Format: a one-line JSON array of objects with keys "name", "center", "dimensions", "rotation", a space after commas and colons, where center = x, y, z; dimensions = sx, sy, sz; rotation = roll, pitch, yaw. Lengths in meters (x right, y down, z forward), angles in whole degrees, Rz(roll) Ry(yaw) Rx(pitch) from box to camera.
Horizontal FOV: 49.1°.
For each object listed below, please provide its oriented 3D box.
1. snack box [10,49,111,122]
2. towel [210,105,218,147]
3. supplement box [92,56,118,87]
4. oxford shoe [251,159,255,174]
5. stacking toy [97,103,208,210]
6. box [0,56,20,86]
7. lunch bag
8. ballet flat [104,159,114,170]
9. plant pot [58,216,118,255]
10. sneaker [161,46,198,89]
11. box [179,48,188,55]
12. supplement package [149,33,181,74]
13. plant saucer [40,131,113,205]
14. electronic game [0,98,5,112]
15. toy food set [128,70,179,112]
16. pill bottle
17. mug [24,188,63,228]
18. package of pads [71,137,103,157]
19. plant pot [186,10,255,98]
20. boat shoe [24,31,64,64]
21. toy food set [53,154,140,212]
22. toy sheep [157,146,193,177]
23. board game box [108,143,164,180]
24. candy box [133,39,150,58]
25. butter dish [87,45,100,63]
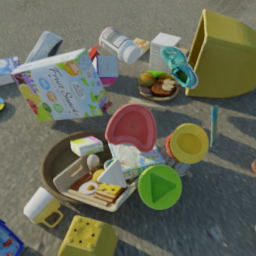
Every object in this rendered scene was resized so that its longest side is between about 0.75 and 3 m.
[{"name": "snack box", "center": [-2.348, -1.347, 9.704], "dimensions": [2.991, 2.127, 0.792], "rotation": [-4, 37, 29]}, {"name": "towel", "center": [2.260, -0.064, 7.382], "dimensions": [0.111, 1.027, 0.753], "rotation": [4, 10, 23]}, {"name": "supplement box", "center": [-0.909, -1.991, 10.115], "dimensions": [0.773, 1.495, 0.757], "rotation": [-2, 86, -18]}, {"name": "oxford shoe", "center": [5.286, 0.973, 9.069], "dimensions": [2.416, 0.881, 0.861], "rotation": [-11, 45, -11]}, {"name": "stacking toy", "center": [0.541, 0.765, 7.907], "dimensions": [2.758, 1.165, 2.496], "rotation": [24, 83, -6]}, {"name": "box", "center": [-6.165, -2.503, 12.879], "dimensions": [2.408, 0.574, 1.468], "rotation": [-18, 47, -18]}, {"name": "lunch bag", "center": [-3.851, 2.431, 6.266], "dimensions": [2.015, 2.677, 1.259], "rotation": [7, 45, 8]}, {"name": "ballet flat", "center": [-0.476, 1.147, 8.479], "dimensions": [0.411, 0.411, 1.183], "rotation": [16, 19, 16]}, {"name": "plant pot", "center": [-1.002, 2.843, 6.888], "dimensions": [1.205, 1.241, 1.213], "rotation": [11, 44, 11]}, {"name": "sneaker", "center": [1.709, -2.099, 9.561], "dimensions": [0.723, 0.704, 1.816], "rotation": [-17, 67, -50]}, {"name": "box", "center": [2.583, -3.877, 14.639], "dimensions": [0.884, 0.115, 1.081], "rotation": [17, 47, 16]}, {"name": "supplement package", "center": [1.743, -3.520, 13.313], "dimensions": [1.079, 1.432, 1.087], "rotation": [21, 48, 20]}, {"name": "plant saucer", "center": [-1.298, 1.243, 9.129], "dimensions": [2.972, 0.438, 2.972], "rotation": [0, 44, 0]}, {"name": "electronic game", "center": [-5.694, -0.856, 11.399], "dimensions": [1.328, 0.276, 1.328], "rotation": [0, 45, 0]}, {"name": "toy food set", "center": [1.280, -1.851, 12.227], "dimensions": [1.881, 0.547, 2.724], "rotation": [16, 46, 16]}, {"name": "pill bottle", "center": [-0.307, -3.156, 10.846], "dimensions": [1.526, 0.869, 0.869], "rotation": [40, 56, 21]}, {"name": "mug", "center": [-2.408, 2.277, 7.852], "dimensions": [0.978, 0.783, 0.803], "rotation": [25, 57, 32]}, {"name": "package of pads", "center": [-1.403, 0.604, 9.284], "dimensions": [0.835, 0.369, 1.081], "rotation": [-13, 13, -24]}, {"name": "plant pot", "center": [4.217, -2.954, 11.959], "dimensions": [2.841, 2.759, 2.778], "rotation": [11, 45, 1]}, {"name": "boat shoe", "center": [-3.368, -2.623, 11.161], "dimensions": [0.860, 0.942, 2.618], "rotation": [19, 68, 6]}, {"name": "toy food set", "center": [-0.757, 1.401, 8.099], "dimensions": [2.318, 0.700, 1.663], "rotation": [9, 30, 33]}, {"name": "toy sheep", "center": [1.443, 1.111, 8.892], "dimensions": [1.032, 1.032, 1.496], "rotation": [-28, 50, -26]}, {"name": "board game box", "center": [0.172, 0.715, 8.427], "dimensions": [1.286, 0.327, 1.913], "rotation": [-14, 31, -7]}, {"name": "candy box", "center": [0.452, -4.168, 14.731], "dimensions": [0.828, 0.397, 1.434], "rotation": [22, 48, 21]}, {"name": "butter dish", "center": [-1.718, -2.847, 12.978], "dimensions": [1.475, 1.091, 1.471], "rotation": [-31, 28, 31]}]
